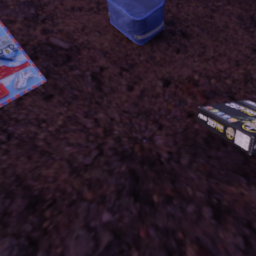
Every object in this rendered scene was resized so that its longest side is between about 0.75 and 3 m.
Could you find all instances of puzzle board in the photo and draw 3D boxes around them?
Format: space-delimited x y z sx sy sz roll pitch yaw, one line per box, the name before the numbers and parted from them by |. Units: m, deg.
puzzle board | -3.142 -1.248 5.844 1.847 0.213 2.451 54 45 -9

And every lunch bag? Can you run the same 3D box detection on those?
lunch bag | 0.240 -4.739 11.522 1.682 1.638 2.475 -37 66 -13

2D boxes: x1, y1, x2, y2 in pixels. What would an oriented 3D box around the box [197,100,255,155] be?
box | 2.946 -0.107 6.879 1.643 0.500 2.038 -7 24 -18
